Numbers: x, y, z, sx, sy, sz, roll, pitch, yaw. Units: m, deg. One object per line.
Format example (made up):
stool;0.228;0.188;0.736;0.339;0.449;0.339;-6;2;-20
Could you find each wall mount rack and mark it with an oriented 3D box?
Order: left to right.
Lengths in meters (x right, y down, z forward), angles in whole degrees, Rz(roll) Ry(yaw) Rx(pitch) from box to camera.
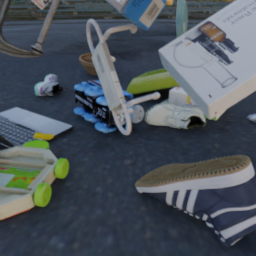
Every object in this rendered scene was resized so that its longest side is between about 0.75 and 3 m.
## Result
wall mount rack;-0.161;-0.893;5.063;0.753;2.020;1.755;-18;0;-19

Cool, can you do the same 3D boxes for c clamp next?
c clamp;-2.191;-2.751;6.745;2.133;2.497;0.338;28;8;-15

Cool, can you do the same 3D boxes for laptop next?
laptop;-3.586;-0.522;7.698;2.768;1.713;2.956;17;31;30

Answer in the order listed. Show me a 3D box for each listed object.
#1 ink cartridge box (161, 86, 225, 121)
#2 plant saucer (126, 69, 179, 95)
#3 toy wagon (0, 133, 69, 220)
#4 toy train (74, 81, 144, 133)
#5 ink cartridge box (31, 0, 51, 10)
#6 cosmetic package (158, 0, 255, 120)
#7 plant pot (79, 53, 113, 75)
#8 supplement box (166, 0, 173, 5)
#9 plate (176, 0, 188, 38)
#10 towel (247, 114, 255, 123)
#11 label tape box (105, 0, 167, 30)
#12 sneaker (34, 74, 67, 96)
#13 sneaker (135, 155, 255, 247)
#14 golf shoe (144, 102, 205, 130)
ink cartridge box;2.264;-1.028;9.850;2.184;0.735;1.279;16;30;30
plant saucer;1.255;-1.990;11.209;2.305;0.552;2.302;-7;17;28
toy wagon;-2.376;0.899;6.123;2.057;0.525;2.651;5;26;10
toy train;-0.648;-0.752;8.854;1.579;1.198;2.763;-11;27;-34
ink cartridge box;-2.676;-4.249;8.765;0.359;0.867;0.636;53;11;24
cosmetic package;2.460;-1.794;6.662;2.796;0.722;2.108;-33;60;0
plant pot;-1.605;-3.162;14.134;1.692;0.781;1.692;4;31;-2
supplement box;-0.019;-3.738;6.886;2.193;0.806;1.382;28;31;21
plate;1.898;-3.763;9.739;0.215;1.684;1.684;4;26;17
towel;4.470;-0.162;8.763;0.884;0.143;1.203;-10;29;-25
label tape box;-0.419;-2.182;3.811;1.815;0.574;1.308;40;18;6
sneaker;-2.974;-1.699;11.503;1.114;0.619;1.592;7;36;12
sneaker;1.213;1.331;5.060;2.416;1.311;0.847;-18;10;45
golf shoe;1.448;-0.303;8.457;1.858;0.727;0.903;-6;32;-9
